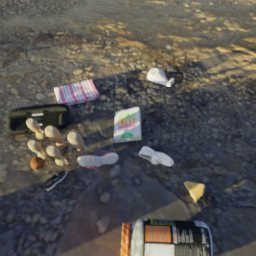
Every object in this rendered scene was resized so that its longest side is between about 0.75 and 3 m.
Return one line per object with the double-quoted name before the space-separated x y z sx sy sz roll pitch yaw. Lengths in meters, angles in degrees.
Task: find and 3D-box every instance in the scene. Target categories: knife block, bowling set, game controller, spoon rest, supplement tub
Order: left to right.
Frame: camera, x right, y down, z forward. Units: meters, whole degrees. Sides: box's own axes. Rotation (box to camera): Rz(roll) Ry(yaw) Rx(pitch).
"game controller" -4.093 -0.407 12.719 2.836 0.597 1.479 -7 60 -3
"bowling set" -3.118 0.924 11.011 2.697 1.448 1.877 19 65 22
"spoon rest" 1.744 -2.653 14.936 0.892 0.544 1.796 -43 48 -8
"supplement tub" 1.050 3.460 8.152 2.479 1.519 1.519 3 45 2
"knife block" 2.412 2.429 9.987 0.981 0.314 0.861 7 59 27

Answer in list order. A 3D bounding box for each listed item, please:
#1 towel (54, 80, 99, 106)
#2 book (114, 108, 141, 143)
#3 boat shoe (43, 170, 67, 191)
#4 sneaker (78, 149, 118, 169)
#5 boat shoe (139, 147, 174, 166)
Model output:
"towel" -2.640 -1.820 14.248 2.051 0.307 1.501 -16 47 -15
"book" -0.028 -0.105 12.468 1.163 0.418 1.740 -8 45 8
"boat shoe" -2.744 1.896 10.503 0.374 0.305 1.012 7 40 46
"sneaker" -1.217 1.175 11.188 1.574 0.606 0.644 -3 31 -14
"boat shoe" 1.085 1.240 11.095 1.447 0.512 0.502 20 49 29
